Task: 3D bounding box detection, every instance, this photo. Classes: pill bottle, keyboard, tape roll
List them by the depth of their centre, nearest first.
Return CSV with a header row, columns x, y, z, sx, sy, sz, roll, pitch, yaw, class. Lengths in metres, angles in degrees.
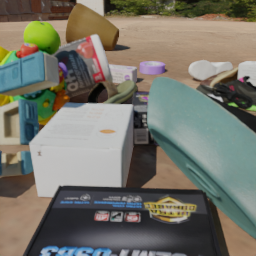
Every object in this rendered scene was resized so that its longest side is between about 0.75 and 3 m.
x,y,z,sx,sy,sz,roll,pitch,yaw,class
1.711,-0.157,5.413,2.521,0.323,1.514,31,79,29,keyboard
-2.025,-1.718,8.785,2.843,1.574,1.574,-20,27,-1,pill bottle
1.108,-2.775,12.912,1.130,0.371,1.130,1,25,0,tape roll

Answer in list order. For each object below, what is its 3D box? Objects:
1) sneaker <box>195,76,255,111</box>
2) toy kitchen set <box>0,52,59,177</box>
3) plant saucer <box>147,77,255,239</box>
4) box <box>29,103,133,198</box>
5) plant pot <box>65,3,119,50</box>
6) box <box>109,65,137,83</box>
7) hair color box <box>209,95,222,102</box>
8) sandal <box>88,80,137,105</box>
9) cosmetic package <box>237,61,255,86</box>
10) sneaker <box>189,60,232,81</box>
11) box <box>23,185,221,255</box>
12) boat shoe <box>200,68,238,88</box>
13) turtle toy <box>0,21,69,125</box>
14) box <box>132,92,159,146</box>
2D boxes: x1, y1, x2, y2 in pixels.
x,y,z,sx,sy,sz,roll,pitch,yaw,class
3.298,-1.147,8.634,2.397,1.004,0.920,7,26,16,sneaker
-2.170,-0.256,4.732,1.269,2.154,1.725,-10,-8,26,toy kitchen set
1.142,0.553,3.730,0.510,2.839,2.839,-43,34,-2,plant saucer
-0.721,0.342,5.363,1.505,1.051,1.977,3,25,6,box
-2.140,-6.148,18.050,2.884,2.688,2.688,22,27,3,plant pot
-1.111,-2.296,11.592,2.991,0.620,0.579,10,28,19,box
2.105,-0.415,7.621,0.950,0.548,1.713,4,24,8,hair color box
-0.657,-0.831,7.609,1.184,0.851,2.981,-30,8,33,sandal
4.206,-1.558,9.228,0.951,1.154,0.952,12,23,36,cosmetic package
3.308,-2.420,11.876,2.188,0.823,0.968,-6,13,-28,sneaker
-0.060,1.580,3.330,2.257,0.561,2.240,2,24,6,box
3.520,-1.778,10.282,2.314,0.835,0.833,-26,36,-33,boat shoe
-2.256,-1.391,6.889,1.362,2.694,1.964,-19,-25,25,turtle toy
0.489,-0.264,6.867,0.765,0.881,1.442,-1,24,3,box
